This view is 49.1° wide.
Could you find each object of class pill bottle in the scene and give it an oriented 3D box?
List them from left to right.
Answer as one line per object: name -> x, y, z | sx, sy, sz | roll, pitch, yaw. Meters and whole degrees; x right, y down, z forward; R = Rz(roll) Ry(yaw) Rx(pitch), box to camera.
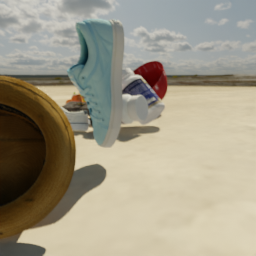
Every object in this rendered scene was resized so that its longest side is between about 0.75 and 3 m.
pill bottle -> -0.302, -0.570, 9.057 | 1.744, 0.955, 0.955 | -4, 7, 33
pill bottle -> 0.321, -1.164, 10.008 | 1.966, 1.092, 1.092 | 53, 34, 16

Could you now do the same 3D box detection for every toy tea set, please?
toy tea set -> -2.658, -1.075, 12.283 | 1.591, 0.589, 0.946 | -24, 0, -11
toy tea set -> -1.712, -1.020, 13.550 | 2.710, 1.003, 1.611 | 2, 40, -4

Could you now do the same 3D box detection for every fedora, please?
fedora -> -1.679, 0.367, 3.571 | 2.093, 2.093, 0.853 | -1, -13, -3

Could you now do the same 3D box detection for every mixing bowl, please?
mixing bowl -> 0.991, -1.898, 13.529 | 2.428, 2.428, 1.315 | 14, -24, 51

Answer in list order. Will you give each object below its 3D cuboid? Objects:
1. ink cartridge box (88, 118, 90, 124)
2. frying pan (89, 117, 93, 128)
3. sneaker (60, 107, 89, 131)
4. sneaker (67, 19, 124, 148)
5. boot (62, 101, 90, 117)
ink cartridge box -> -1.684, -0.264, 10.619 | 0.830, 0.180, 0.822 | 0, 10, 13
frying pan -> -0.749, -0.207, 8.455 | 1.203, 0.728, 0.196 | -14, 11, 46
sneaker -> -2.281, -0.305, 9.057 | 2.068, 0.732, 0.755 | 3, -6, -1
sneaker -> -0.714, -0.834, 5.549 | 1.044, 2.547, 0.941 | -2, 10, -23
boot -> -1.316, -0.837, 11.184 | 2.114, 0.841, 2.429 | 8, 15, 23
